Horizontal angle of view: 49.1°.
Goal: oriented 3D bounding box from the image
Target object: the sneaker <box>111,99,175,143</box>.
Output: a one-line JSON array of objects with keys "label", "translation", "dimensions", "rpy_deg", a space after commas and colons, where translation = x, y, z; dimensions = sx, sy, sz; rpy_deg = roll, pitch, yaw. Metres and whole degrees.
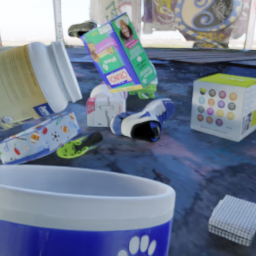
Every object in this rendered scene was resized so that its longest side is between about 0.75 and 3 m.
[{"label": "sneaker", "translation": [0.821, -0.125, 9.564], "dimensions": [2.506, 1.012, 1.447], "rpy_deg": [-21, 32, -30]}]

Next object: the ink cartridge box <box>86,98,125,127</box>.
[{"label": "ink cartridge box", "translation": [-0.813, -0.588, 10.535], "dimensions": [1.370, 1.003, 0.567], "rpy_deg": [1, 22, 4]}]

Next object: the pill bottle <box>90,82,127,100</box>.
[{"label": "pill bottle", "translation": [-0.852, -1.269, 11.893], "dimensions": [1.331, 1.331, 2.370], "rpy_deg": [3, 20, 9]}]

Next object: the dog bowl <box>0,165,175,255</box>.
[{"label": "dog bowl", "translation": [-0.810, 1.252, 3.983], "dimensions": [2.832, 1.115, 2.832], "rpy_deg": [7, -4, 0]}]

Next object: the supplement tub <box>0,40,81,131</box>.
[{"label": "supplement tub", "translation": [-2.046, -0.832, 5.475], "dimensions": [1.988, 1.435, 1.435], "rpy_deg": [-19, 23, -4]}]

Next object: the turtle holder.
[{"label": "turtle holder", "translation": [0.303, -2.494, 13.970], "dimensions": [2.597, 1.844, 1.973], "rpy_deg": [-2, 15, -36]}]

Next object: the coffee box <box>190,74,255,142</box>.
[{"label": "coffee box", "translation": [3.547, -0.836, 10.005], "dimensions": [1.854, 1.837, 1.857], "rpy_deg": [18, 27, 40]}]

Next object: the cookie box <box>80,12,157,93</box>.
[{"label": "cookie box", "translation": [-0.349, -2.419, 9.551], "dimensions": [0.867, 2.306, 1.973], "rpy_deg": [-42, 24, -29]}]

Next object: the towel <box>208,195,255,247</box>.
[{"label": "towel", "translation": [2.017, 1.728, 5.261], "dimensions": [0.781, 0.404, 0.944], "rpy_deg": [12, 25, 33]}]

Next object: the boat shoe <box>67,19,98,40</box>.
[{"label": "boat shoe", "translation": [-1.970, -4.003, 11.632], "dimensions": [1.765, 0.528, 0.631], "rpy_deg": [0, -15, 40]}]

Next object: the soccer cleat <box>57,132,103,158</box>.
[{"label": "soccer cleat", "translation": [-1.449, 0.562, 8.447], "dimensions": [1.538, 0.497, 0.643], "rpy_deg": [-23, -4, -34]}]

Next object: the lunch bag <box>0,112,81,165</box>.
[{"label": "lunch bag", "translation": [-2.479, 0.311, 7.950], "dimensions": [1.771, 0.835, 2.210], "rpy_deg": [-19, 8, 30]}]
